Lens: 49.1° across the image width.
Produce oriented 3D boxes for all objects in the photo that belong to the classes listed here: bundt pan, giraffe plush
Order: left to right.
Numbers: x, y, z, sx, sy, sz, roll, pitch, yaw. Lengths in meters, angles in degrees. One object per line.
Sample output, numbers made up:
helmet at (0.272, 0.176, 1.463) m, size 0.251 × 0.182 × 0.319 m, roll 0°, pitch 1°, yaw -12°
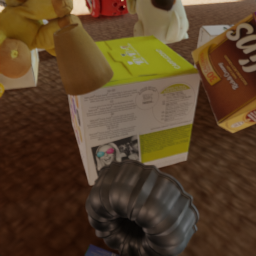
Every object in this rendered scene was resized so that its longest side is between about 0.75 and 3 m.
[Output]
giraffe plush at (-2.773, -2.176, 6.675) m, size 2.799 × 2.415 × 2.270 m, roll 15°, pitch 55°, yaw 20°
bundt pan at (0.106, 1.415, 4.367) m, size 1.845 × 1.845 × 0.692 m, roll 16°, pitch 38°, yaw 21°

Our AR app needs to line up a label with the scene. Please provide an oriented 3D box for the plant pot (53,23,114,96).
plant pot at (-0.786, -1.134, 4.476) m, size 0.869 × 0.932 × 0.869 m, roll -14°, pitch 34°, yaw 10°

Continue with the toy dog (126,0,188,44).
toy dog at (0.709, -3.667, 7.822) m, size 1.803 × 2.583 × 2.505 m, roll -9°, pitch 18°, yaw 6°

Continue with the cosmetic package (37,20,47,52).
cosmetic package at (-4.952, -4.302, 12.807) m, size 2.140 × 1.316 × 2.133 m, roll -20°, pitch 40°, yaw -25°

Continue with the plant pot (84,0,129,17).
plant pot at (-1.320, -8.356, 17.216) m, size 2.586 × 2.840 × 2.840 m, roll -16°, pitch 39°, yaw -16°

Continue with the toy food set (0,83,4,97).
toy food set at (-5.268, -1.497, 8.491) m, size 1.256 × 2.631 × 1.184 m, roll -33°, pitch 34°, yaw 17°

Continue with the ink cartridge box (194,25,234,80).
ink cartridge box at (3.829, -2.688, 10.154) m, size 2.476 × 1.807 × 1.041 m, roll -4°, pitch 37°, yaw -4°

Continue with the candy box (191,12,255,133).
candy box at (2.518, -1.191, 4.439) m, size 0.765 × 2.711 × 1.581 m, roll 19°, pitch 50°, yaw -47°

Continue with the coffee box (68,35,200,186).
coffee box at (-0.082, -0.580, 6.651) m, size 2.442 × 2.414 × 2.438 m, roll -11°, pitch 37°, yaw -15°

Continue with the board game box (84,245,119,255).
board game box at (0.153, 2.719, 3.781) m, size 2.316 × 0.399 × 1.568 m, roll 13°, pitch 38°, yaw 18°

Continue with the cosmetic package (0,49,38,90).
cosmetic package at (-4.139, -2.446, 10.562) m, size 1.348 × 0.911 × 2.562 m, roll -7°, pitch 36°, yaw -9°
